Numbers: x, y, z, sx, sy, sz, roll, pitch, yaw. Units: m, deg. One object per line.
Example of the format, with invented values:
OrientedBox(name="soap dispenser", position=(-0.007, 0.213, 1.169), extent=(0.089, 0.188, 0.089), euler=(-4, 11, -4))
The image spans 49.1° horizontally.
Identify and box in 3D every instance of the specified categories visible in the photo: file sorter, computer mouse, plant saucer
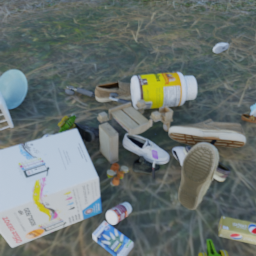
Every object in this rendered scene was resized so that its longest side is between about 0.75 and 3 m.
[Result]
OrientedBox(name="file sorter", position=(-5.653, -0.859, 11.408), extent=(1.179, 1.314, 1.894), euler=(-22, 50, -17))
OrientedBox(name="computer mouse", position=(2.073, 1.146, 9.965), extent=(0.853, 0.341, 1.555), euler=(-11, 44, -20))
OrientedBox(name="plant saucer", position=(-5.124, -1.686, 12.504), extent=(1.797, 0.346, 1.797), euler=(-3, 82, 20))

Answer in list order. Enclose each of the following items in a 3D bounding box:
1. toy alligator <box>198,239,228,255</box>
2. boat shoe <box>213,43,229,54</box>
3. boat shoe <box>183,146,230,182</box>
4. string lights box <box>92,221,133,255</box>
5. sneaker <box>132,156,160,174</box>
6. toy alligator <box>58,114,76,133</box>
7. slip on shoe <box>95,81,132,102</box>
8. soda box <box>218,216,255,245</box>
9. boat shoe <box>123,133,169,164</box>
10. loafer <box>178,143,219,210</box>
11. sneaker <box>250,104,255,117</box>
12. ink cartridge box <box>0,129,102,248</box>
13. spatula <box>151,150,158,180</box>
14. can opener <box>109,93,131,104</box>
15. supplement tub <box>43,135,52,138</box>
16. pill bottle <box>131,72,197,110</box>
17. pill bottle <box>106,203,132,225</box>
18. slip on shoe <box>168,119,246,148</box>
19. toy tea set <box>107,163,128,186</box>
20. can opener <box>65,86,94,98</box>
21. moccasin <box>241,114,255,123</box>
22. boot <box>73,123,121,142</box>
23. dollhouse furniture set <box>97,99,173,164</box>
OrientedBox(name="toy alligator", position=(2.280, 3.929, 6.967), extent=(0.720, 0.522, 2.172), euler=(-4, 51, -4))
OrientedBox(name="boat shoe", position=(5.229, -4.614, 16.115), extent=(1.307, 0.481, 0.427), euler=(-20, 42, -34))
OrientedBox(name="boat shoe", position=(2.667, 1.110, 9.490), extent=(1.722, 0.558, 0.619), euler=(38, 30, 6))
OrientedBox(name="string lights box", position=(-0.436, 3.172, 7.869), extent=(1.057, 0.312, 0.543), euler=(28, 50, 26))
OrientedBox(name="sneaker", position=(0.646, 1.277, 9.702), extent=(0.985, 0.564, 0.376), euler=(5, 35, -2))
OrientedBox(name="toy alligator", position=(-2.182, -0.241, 10.508), extent=(0.381, 0.526, 1.587), euler=(-33, 19, 23))
OrientedBox(name="slip on shoe", position=(-0.347, -1.792, 12.856), extent=(2.385, 0.723, 0.907), euler=(-9, 44, -9))
OrientedBox(name="soda box", position=(3.315, 2.959, 7.993), extent=(1.349, 0.457, 0.432), euler=(10, 44, 11))
OrientedBox(name="boat shoe", position=(0.648, 0.740, 10.126), extent=(1.820, 0.595, 0.670), euler=(20, 54, 7))
OrientedBox(name="loafer", position=(2.045, 1.332, 8.188), extent=(0.883, 2.333, 0.797), euler=(29, 37, 26))
OrientedBox(name="sneaker", position=(5.436, -0.747, 12.072), extent=(1.037, 0.383, 0.425), euler=(-33, 33, -32))
OrientedBox(name="ink cartridge box", position=(-2.426, 1.703, 8.133), extent=(2.761, 2.032, 1.997), euler=(-17, 49, -18))
OrientedBox(name="spatula", position=(0.874, 1.245, 9.428), extent=(0.107, 1.043, 0.295), euler=(-5, 13, -39))
OrientedBox(name="can opener", position=(-0.345, -1.271, 12.302), extent=(1.006, 0.336, 0.268), euler=(15, 27, 5))
OrientedBox(name="supplement tub", position=(-2.430, 0.704, 10.067), extent=(1.213, 0.882, 0.882), euler=(3, 43, 5))
OrientedBox(name="pill bottle", position=(1.518, -1.619, 12.125), extent=(2.676, 1.462, 1.462), euler=(-6, 44, -7))
OrientedBox(name="pill bottle", position=(-0.261, 2.519, 8.311), extent=(0.430, 0.430, 0.784), euler=(31, 26, 29))
OrientedBox(name="slip on shoe", position=(2.915, 0.114, 10.398), extent=(2.838, 1.079, 0.860), euler=(5, 67, 1))
OrientedBox(name="toy tea set", position=(-0.418, 1.591, 9.333), extent=(0.610, 0.380, 1.026), euler=(22, 29, 11))
OrientedBox(name="can opener", position=(-2.268, -1.606, 13.009), extent=(1.406, 0.375, 0.470), euler=(19, 90, 16))
OrientedBox(name="moccasin", position=(5.069, -0.413, 11.522), extent=(0.302, 0.319, 0.826), euler=(-40, 37, -19))
OrientedBox(name="boot", position=(-1.235, 0.132, 10.888), extent=(1.401, 0.557, 1.610), euler=(-12, 26, -40))
OrientedBox(name="dollhouse furniture set", position=(0.165, -0.030, 10.707), extent=(2.837, 1.256, 1.471), euler=(-22, 44, -27))
